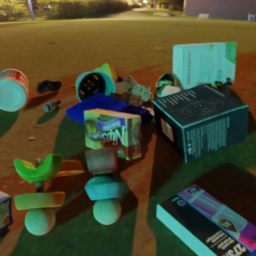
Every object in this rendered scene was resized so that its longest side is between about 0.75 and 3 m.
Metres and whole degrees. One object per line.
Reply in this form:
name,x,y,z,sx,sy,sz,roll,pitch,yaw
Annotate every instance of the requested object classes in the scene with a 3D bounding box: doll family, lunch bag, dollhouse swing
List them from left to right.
lunch bag,-3.454,1.907,5.881,1.288,0.938,1.515,15,22,26
dollhouse swing,-1.243,-2.904,15.419,0.882,1.003,0.912,-20,-2,18
doll family,4.363,-1.914,13.389,1.542,0.891,0.605,-17,21,-33

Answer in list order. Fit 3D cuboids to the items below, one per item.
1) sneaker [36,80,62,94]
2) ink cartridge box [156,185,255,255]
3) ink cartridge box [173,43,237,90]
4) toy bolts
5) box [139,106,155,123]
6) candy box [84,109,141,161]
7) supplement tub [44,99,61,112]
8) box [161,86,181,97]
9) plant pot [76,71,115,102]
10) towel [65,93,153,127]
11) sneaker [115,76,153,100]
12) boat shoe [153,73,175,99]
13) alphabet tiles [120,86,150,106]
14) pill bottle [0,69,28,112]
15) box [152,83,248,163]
sneaker,-3.933,-2.136,14.108,0.526,0.589,1.438,43,44,19
ink cartridge box,1.904,2.228,5.798,1.254,0.491,2.649,-18,34,-31
ink cartridge box,3.917,-3.252,14.573,2.998,2.179,1.312,-8,19,-15
toy bolts,-1.222,1.532,6.695,2.371,1.644,2.265,-8,-14,5
box,0.846,-0.541,11.396,1.256,0.309,0.517,18,32,31
candy box,-0.510,0.150,8.544,0.593,1.225,2.099,-12,16,-40
supplement tub,-3.281,-0.956,12.124,0.404,0.404,0.755,15,31,28
box,1.743,-1.068,11.599,0.682,1.038,1.043,11,29,15
plant pot,-1.628,-1.829,12.668,1.682,1.682,1.647,-9,21,-17
towel,-0.748,-0.584,10.846,2.873,0.712,2.122,20,32,34
sneaker,0.197,-1.968,13.532,2.261,0.957,0.823,21,32,34
boat shoe,1.776,-1.964,13.637,0.986,0.824,2.758,6,27,12
alphabet tiles,0.282,-1.401,12.561,1.361,0.052,1.635,-10,36,18
pill bottle,-5.295,-1.837,12.738,1.424,1.424,2.521,-8,29,-15
box,2.289,-0.277,9.289,2.222,1.401,2.260,-19,31,-11
